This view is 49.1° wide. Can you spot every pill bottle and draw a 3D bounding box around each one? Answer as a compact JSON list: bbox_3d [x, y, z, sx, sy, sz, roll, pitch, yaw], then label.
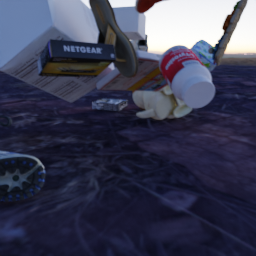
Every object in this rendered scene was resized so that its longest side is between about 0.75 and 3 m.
[{"bbox_3d":[1.506,-1.334,7.249,1.020,1.020,1.817,-3,40,-12],"label":"pill bottle"}]

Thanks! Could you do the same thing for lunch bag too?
[{"bbox_3d":[3.012,-2.871,11.139,1.253,0.643,1.559,40,42,4],"label":"lunch bag"}]

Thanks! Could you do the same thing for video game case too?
[{"bbox_3d":[0.676,-1.733,9.118,2.882,0.251,2.061,-5,-16,-43],"label":"video game case"}]

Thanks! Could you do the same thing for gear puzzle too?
[{"bbox_3d":[2.090,-2.282,5.540,0.265,2.027,1.050,26,10,17],"label":"gear puzzle"}]

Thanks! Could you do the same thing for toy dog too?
[{"bbox_3d":[1.175,-1.218,12.139,2.437,1.754,2.513,-42,29,-8],"label":"toy dog"}]

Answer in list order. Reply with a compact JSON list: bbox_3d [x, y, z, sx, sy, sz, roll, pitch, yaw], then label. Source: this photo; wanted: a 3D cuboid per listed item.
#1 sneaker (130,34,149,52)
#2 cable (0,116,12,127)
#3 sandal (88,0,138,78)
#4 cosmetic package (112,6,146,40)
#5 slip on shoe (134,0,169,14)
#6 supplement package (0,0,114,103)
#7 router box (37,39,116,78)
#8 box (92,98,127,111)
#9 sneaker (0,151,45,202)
[{"bbox_3d":[0.463,-3.212,12.777,0.883,2.333,1.073,4,-6,-22],"label":"sneaker"},{"bbox_3d":[-2.868,-0.194,5.897,0.968,0.470,0.244,-4,-9,8],"label":"cable"},{"bbox_3d":[-0.522,-2.346,7.341,0.636,2.355,0.946,-34,14,-28],"label":"sandal"},{"bbox_3d":[-0.591,-4.134,11.196,2.439,1.034,1.312,5,4,17],"label":"cosmetic package"},{"bbox_3d":[0.819,-3.271,6.671,0.701,0.579,1.894,-17,-4,-40],"label":"slip on shoe"},{"bbox_3d":[-2.245,-2.747,8.628,2.091,2.719,2.844,-29,-27,22],"label":"supplement package"},{"bbox_3d":[-1.157,-1.485,6.190,1.437,0.375,1.130,-5,-8,-30],"label":"router box"},{"bbox_3d":[-0.876,-1.136,13.609,1.409,0.351,1.111,7,18,21],"label":"box"},{"bbox_3d":[-3.172,0.979,5.543,2.910,1.121,1.240,3,5,-18],"label":"sneaker"}]
